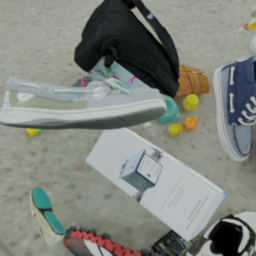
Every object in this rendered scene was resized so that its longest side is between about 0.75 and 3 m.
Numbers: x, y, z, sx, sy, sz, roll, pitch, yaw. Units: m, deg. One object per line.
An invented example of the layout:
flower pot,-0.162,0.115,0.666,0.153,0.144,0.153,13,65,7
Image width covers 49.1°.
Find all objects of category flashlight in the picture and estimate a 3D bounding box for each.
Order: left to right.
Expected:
flashlight,-2.159,-1.281,9.408,2.103,0.715,0.712,-9,52,-8

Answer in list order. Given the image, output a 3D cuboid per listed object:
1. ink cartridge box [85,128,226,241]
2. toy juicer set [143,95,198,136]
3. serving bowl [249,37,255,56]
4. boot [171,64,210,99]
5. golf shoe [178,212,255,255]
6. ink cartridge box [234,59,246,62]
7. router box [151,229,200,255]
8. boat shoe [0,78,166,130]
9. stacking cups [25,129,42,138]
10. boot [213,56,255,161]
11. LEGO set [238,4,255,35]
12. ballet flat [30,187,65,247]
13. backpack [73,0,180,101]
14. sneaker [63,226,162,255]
ink cartridge box,0.493,0.796,4.526,1.922,1.407,0.825,31,90,26
toy juicer set,1.163,-0.368,8.829,2.175,0.592,1.383,0,69,-4
serving bowl,5.693,-3.345,11.250,1.480,0.487,1.480,1,50,-1
boot,1.625,-2.090,9.889,2.048,1.012,2.638,-4,48,-6
golf shoe,2.297,2.331,5.801,2.737,1.293,1.064,-16,52,-37
ink cartridge box,4.874,-1.576,9.233,2.424,0.493,2.429,40,36,28
router box,1.288,2.872,6.179,0.994,0.412,1.326,-29,57,-22
boat shoe,-0.658,-0.366,3.660,2.302,0.848,0.738,-1,84,20
stacking cups,-2.669,-0.065,8.701,0.992,0.300,0.300,-34,58,-28
boot,2.292,-0.345,5.539,0.732,0.909,2.013,-10,88,-30
LEGO set,3.171,-2.919,6.791,0.706,1.535,0.571,6,75,11
ballet flat,-1.694,1.736,5.516,0.422,0.457,1.355,-54,48,10
backpack,0.074,-1.572,6.600,1.595,2.520,2.103,-15,50,47
sneaker,-0.441,2.898,5.835,2.493,0.881,1.218,13,64,22
